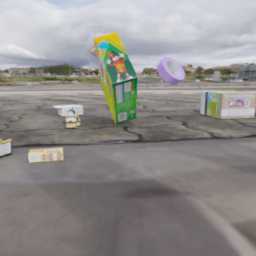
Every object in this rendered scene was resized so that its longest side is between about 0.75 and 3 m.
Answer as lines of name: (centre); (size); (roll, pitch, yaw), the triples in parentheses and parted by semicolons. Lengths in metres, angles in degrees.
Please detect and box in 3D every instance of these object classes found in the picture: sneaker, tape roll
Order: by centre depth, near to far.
sneaker: (-2.243, -0.447, 11.433); (0.594, 0.714, 1.585); (-2, 10, -10)
tape roll: (2.011, -2.679, 13.197); (1.347, 1.347, 0.442); (-10, -23, -43)

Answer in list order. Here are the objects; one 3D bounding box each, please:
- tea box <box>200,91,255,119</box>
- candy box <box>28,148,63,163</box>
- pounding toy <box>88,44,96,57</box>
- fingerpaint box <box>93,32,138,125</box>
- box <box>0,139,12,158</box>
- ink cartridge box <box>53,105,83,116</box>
tea box: (4.947, -1.203, 14.021); (1.908, 1.275, 1.877); (-3, 11, -16)
candy box: (-1.968, 0.652, 6.745); (0.782, 0.216, 0.451); (-2, 10, -13)
pounding toy: (-1.229, -3.071, 11.710); (0.648, 0.646, 1.129); (36, 12, 38)
fingerpaint box: (-0.449, -1.860, 10.990); (1.012, 2.303, 2.760); (-17, -28, -9)
box: (-4.025, 0.549, 6.724); (1.813, 0.447, 1.447); (4, 12, 19)
ink cartridge box: (-3.157, -0.909, 14.660); (1.406, 0.477, 0.809); (-5, 12, -27)
